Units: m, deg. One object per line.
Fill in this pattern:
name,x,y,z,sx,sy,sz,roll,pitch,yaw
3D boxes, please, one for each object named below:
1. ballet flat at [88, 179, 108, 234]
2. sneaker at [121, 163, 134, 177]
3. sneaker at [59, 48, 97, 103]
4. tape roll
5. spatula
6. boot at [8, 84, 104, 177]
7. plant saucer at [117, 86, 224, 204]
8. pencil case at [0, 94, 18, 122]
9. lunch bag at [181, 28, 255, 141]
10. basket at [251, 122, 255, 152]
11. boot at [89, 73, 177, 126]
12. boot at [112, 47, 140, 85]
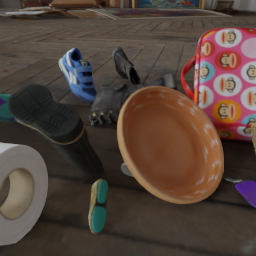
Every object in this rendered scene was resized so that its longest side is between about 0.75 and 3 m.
ballet flat,-0.525,1.315,4.716,0.315,0.315,0.892,3,64,5
sneaker,0.460,0.819,5.834,1.073,0.395,0.620,17,35,32
sneaker,-1.584,-1.773,9.434,0.768,0.855,2.078,-15,68,-54
tape roll,-1.895,0.986,4.305,0.523,1.497,1.497,3,27,20
spatula,1.992,0.970,5.612,0.538,0.196,1.903,-5,24,-28
boot,-1.539,0.102,5.943,0.893,1.596,2.307,-40,48,-15
plant saucer,0.828,0.306,5.515,2.405,0.450,2.405,14,59,-24
pencil case,-3.633,-0.641,7.373,1.825,0.843,0.776,6,-24,-41
lunch bag,2.685,-1.177,7.278,2.590,1.204,2.940,5,70,14
basket,3.642,0.361,5.526,1.810,1.292,1.348,-20,20,-3
boot,0.134,-0.366,7.617,2.500,0.994,2.872,-9,42,13
boot,0.018,-2.027,10.379,0.609,1.758,1.531,-32,56,2
